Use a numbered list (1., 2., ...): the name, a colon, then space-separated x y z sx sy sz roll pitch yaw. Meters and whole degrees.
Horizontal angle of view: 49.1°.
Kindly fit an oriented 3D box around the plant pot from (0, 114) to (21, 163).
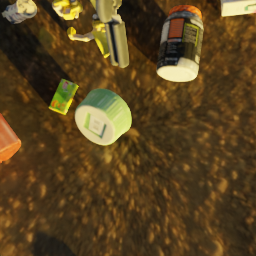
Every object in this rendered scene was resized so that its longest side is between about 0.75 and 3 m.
1. plant pot: -3.981 0.089 6.852 2.201 2.201 2.140 -40 91 -6

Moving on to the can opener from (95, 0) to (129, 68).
1. can opener: -0.412 -2.349 6.702 0.531 2.016 0.670 26 56 34

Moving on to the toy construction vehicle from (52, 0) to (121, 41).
1. toy construction vehicle: -0.949 -2.941 7.426 1.799 1.567 0.634 -7 79 8

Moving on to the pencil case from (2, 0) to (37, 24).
1. pencil case: -2.955 -3.177 7.623 0.583 1.303 0.507 -35 118 -27

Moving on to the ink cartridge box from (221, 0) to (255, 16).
1. ink cartridge box: 3.674 -3.941 7.863 2.012 0.677 1.169 -2 81 14

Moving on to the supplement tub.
1. supplement tub: 1.430 -2.278 7.623 1.108 1.108 1.808 10 81 2

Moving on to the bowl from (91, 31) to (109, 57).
1. bowl: -0.635 -2.336 7.578 0.405 0.752 0.752 -29 82 3

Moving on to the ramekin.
1. ramekin: -0.672 -0.235 7.085 1.381 1.381 0.675 35 48 5

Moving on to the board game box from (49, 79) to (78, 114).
1. board game box: -1.810 -0.877 7.859 0.453 0.212 0.891 22 82 3
